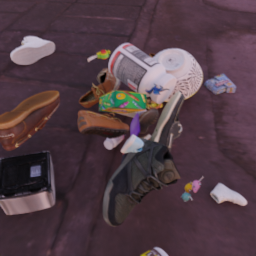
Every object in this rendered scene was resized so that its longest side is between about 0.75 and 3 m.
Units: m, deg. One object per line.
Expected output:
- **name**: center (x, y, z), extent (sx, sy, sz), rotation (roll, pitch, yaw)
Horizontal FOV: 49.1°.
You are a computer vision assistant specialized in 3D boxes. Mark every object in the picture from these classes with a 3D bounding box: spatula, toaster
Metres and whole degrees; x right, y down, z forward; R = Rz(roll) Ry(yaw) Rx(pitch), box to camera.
- **spatula**: center (0.030, 0.719, 9.889), extent (0.301, 0.828, 2.930), rotation (24, 49, -8)
- **toaster**: center (-3.126, 1.730, 8.719), extent (1.623, 1.065, 1.795), rotation (-10, 44, -10)

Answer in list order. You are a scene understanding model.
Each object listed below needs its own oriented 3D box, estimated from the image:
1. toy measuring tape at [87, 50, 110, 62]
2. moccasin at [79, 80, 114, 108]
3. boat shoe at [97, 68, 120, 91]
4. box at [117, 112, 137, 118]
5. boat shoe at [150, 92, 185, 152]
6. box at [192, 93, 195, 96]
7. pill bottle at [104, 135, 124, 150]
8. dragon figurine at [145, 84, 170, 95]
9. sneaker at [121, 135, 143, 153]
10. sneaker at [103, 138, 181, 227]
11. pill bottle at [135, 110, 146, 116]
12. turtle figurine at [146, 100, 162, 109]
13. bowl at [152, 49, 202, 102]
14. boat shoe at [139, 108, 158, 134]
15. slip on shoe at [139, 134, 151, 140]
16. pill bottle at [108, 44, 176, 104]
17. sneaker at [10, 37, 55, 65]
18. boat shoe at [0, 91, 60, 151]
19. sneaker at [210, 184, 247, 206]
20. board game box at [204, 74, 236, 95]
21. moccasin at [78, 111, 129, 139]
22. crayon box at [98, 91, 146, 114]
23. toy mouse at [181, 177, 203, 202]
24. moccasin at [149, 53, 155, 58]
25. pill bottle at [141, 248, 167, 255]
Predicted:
- **toy measuring tape**: center (-1.108, -2.810, 11.053), extent (1.009, 0.371, 0.371), rotation (-31, 51, -22)
- **moccasin**: center (-1.293, -1.433, 11.404), extent (1.685, 0.650, 0.616), rotation (-26, 68, 21)
- **boat shoe**: center (-0.991, -2.330, 12.865), extent (0.794, 0.838, 2.213), rotation (17, 19, -24)
- **box**: center (-0.210, -1.007, 11.883), extent (1.849, 0.760, 0.632), rotation (17, 46, 16)
- **boat shoe**: center (1.424, -0.011, 9.631), extent (0.850, 2.514, 0.903), rotation (19, 12, -7)
- **box**: center (2.542, -1.926, 12.505), extent (0.916, 0.289, 1.665), rotation (21, 27, 3)
- **pill bottle**: center (-0.536, 0.449, 10.501), extent (0.448, 0.448, 0.791), rotation (23, 40, 23)
- **dragon figurine**: center (0.932, -1.160, 8.865), extent (0.787, 0.391, 0.232), rotation (20, 9, 18)
- **sneaker**: center (0.108, 0.504, 7.036), extent (0.422, 1.029, 0.381), rotation (33, 71, -2)
- **sneaker**: center (0.376, 1.428, 7.200), extent (1.451, 0.968, 2.533), rotation (8, 55, 44)
- **pill bottle**: center (0.361, -0.886, 10.968), extent (0.481, 0.481, 0.867), rotation (-23, 67, -22)
- **turtle figurine**: center (0.973, -1.112, 12.155), extent (1.339, 0.535, 1.661), rotation (17, 35, 22)
- **bowl**: center (1.791, -2.417, 11.506), extent (2.510, 1.178, 2.510), rotation (-5, 62, 10)
- **boat shoe**: center (0.653, -0.363, 10.499), extent (0.598, 1.579, 0.567), rotation (15, 57, -18)
- **slip on shoe**: center (0.414, 0.471, 9.380), extent (0.387, 0.485, 1.276), rotation (31, 28, 11)
- **pill bottle**: center (0.494, -1.892, 9.870), extent (2.236, 1.296, 1.296), rotation (39, 55, 21)
- **sneaker**: center (-5.511, -4.248, 15.274), extent (1.527, 0.973, 2.642), rotation (26, 40, 27)
- **boat shoe**: center (-3.121, -0.326, 9.011), extent (0.990, 0.989, 2.813), rotation (5, 30, 24)
- **sneaker**: center (3.089, 2.224, 8.734), extent (0.597, 0.381, 1.033), rotation (-34, 43, -29)
- **board game box**: center (4.425, -2.000, 13.218), extent (1.160, 0.358, 1.159), rotation (-21, 46, -21)
- **moccasin**: center (-0.740, -0.130, 8.781), extent (2.121, 0.776, 0.819), rotation (8, 59, -47)
- **crayon box**: center (-0.239, -0.815, 9.247), extent (1.066, 0.523, 1.795), rotation (4, -2, -20)
- **toy mouse**: center (1.694, 1.713, 7.650), extent (0.185, 0.958, 0.852), rotation (39, 24, 2)
- **moccasin**: center (1.663, -3.619, 14.834), extent (0.484, 0.511, 1.323), rotation (-33, 52, -30)
- **pill bottle**: center (0.087, 3.780, 6.463), extent (2.121, 1.158, 1.158), rotation (-21, 47, -21)
